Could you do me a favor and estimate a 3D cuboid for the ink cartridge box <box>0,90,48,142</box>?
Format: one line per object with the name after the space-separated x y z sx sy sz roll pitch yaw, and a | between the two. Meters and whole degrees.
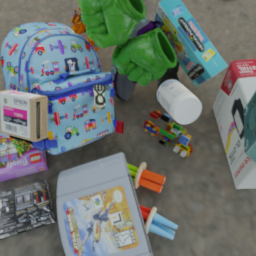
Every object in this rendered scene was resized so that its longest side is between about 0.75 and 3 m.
-2.230 -0.271 5.873 1.096 0.903 0.412 11 19 24 | ink cartridge box

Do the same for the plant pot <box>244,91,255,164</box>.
3.282 -0.057 5.165 1.959 1.918 1.923 10 60 7 | plant pot

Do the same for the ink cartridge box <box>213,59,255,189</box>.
3.417 -0.081 7.576 1.206 2.122 2.912 -2 55 -2 | ink cartridge box

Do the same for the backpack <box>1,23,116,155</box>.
-1.713 -1.153 7.218 2.720 2.980 2.005 -17 24 -42 | backpack

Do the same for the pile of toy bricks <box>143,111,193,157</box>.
1.326 0.055 8.337 1.636 0.908 0.808 35 36 24 | pile of toy bricks

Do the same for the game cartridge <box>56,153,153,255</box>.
-0.610 2.163 6.364 1.877 0.585 2.819 -17 75 2 | game cartridge

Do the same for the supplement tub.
1.277 -0.687 7.205 0.780 0.780 1.182 -14 35 -10 | supplement tub

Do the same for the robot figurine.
-1.242 -3.502 9.494 0.718 2.468 1.789 -40 96 -21 | robot figurine

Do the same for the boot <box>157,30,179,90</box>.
1.161 -1.985 8.867 0.679 2.007 1.311 -10 61 -4 | boot

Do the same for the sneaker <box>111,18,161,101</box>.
0.229 -1.989 8.564 1.189 2.717 1.011 29 34 35 | sneaker

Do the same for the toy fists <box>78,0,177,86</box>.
-0.055 -2.200 6.928 1.456 2.856 0.982 -17 43 34 | toy fists

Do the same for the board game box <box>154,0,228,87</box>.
1.753 -2.519 8.482 0.587 1.890 2.503 -35 90 1 | board game box

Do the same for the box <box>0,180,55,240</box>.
-2.689 2.063 7.170 1.420 0.353 1.119 -16 57 -11 | box

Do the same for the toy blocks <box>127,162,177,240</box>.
0.366 1.760 7.136 2.103 0.764 1.753 21 58 14 | toy blocks

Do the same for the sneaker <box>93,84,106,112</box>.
-0.704 -0.702 6.554 0.316 0.364 0.821 12 45 -13 | sneaker

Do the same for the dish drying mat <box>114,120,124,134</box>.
-0.470 -0.084 8.410 0.088 0.371 0.965 -14 20 -40 | dish drying mat

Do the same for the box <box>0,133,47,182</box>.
-3.576 0.729 8.027 2.291 0.448 1.567 -14 57 -9 | box
